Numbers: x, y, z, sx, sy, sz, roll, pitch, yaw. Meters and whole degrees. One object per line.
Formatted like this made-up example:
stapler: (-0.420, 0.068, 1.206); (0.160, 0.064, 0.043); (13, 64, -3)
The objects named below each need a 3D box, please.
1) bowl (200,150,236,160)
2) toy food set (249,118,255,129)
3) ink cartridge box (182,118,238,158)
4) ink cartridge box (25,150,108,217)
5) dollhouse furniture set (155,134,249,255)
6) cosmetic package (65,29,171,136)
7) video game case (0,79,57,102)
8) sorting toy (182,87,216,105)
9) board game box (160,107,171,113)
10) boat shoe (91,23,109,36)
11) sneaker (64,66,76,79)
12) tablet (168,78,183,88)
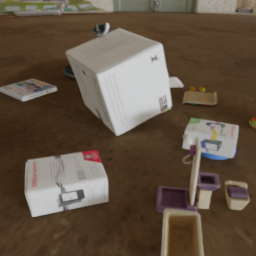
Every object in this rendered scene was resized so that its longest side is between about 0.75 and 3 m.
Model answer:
bowl: (2.525, 0.491, 8.236); (1.226, 0.241, 1.226); (0, 28, 0)
toy food set: (4.546, -0.147, 9.477); (0.829, 0.202, 0.821); (11, 30, 18)
ink cartridge box: (2.308, 0.250, 7.806); (1.360, 0.595, 0.989); (13, 29, 19)
ink cartridge box: (-1.410, 1.203, 6.386); (1.687, 0.703, 1.225); (-8, 29, -14)
dollhouse furniture set: (1.462, 1.319, 5.062); (1.946, 1.743, 2.456); (4, 28, 8)
cosmetic package: (-0.334, -1.684, 9.565); (2.300, 2.297, 2.787); (-29, 37, -16)
video game case: (-4.427, -1.709, 12.409); (1.884, 0.223, 1.715); (21, 34, 35)
sorting toy: (2.992, -1.314, 11.699); (1.304, 0.234, 1.750); (3, 28, 15)
board game box: (0.261, -1.077, 11.102); (1.520, 0.409, 2.533); (-26, 37, -32)
boat shoe: (-1.001, -3.433, 9.794); (0.339, 0.344, 0.955); (3, -1, -32)
sneaker: (-1.784, -3.105, 14.022); (2.866, 1.174, 1.049); (-3, 28, -4)
tablet: (1.467, -2.156, 13.342); (2.052, 0.140, 1.335); (-4, 28, -6)
